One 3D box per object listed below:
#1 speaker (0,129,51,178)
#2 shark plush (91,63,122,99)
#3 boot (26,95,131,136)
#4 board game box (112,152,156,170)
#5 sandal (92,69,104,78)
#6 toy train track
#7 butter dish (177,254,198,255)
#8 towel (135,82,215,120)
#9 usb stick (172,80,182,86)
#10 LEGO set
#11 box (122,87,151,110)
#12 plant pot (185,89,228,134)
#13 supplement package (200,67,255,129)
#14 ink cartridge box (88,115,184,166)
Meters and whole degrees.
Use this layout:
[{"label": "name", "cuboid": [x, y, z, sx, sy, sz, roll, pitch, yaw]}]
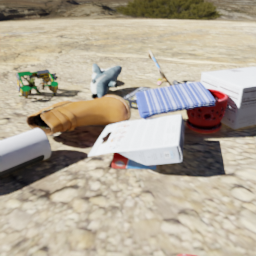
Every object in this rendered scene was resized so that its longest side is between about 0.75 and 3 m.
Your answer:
[{"label": "speaker", "cuboid": [-2.948, 0.709, 6.636, 0.843, 0.843, 2.075, 23, 34, 39]}, {"label": "shark plush", "cuboid": [-0.943, -1.813, 11.345, 1.148, 1.252, 2.755, -4, 29, 9]}, {"label": "boot", "cuboid": [-1.447, -0.358, 8.193, 2.654, 1.018, 2.061, 13, 23, 31]}, {"label": "board game box", "cuboid": [0.181, 0.583, 7.527, 1.111, 0.293, 1.452, 1, 26, 2]}, {"label": "sandal", "cuboid": [-1.254, -2.453, 13.526, 0.465, 0.770, 1.893, 34, 9, -30]}, {"label": "toy train track", "cuboid": [1.286, -2.438, 12.288, 0.421, 1.485, 2.589, -32, 54, 17]}, {"label": "butter dish", "cuboid": [0.928, 2.112, 3.702, 1.145, 0.848, 1.148, 9, 28, 17]}, {"label": "towel", "cuboid": [1.330, -0.862, 8.394, 2.145, 0.256, 1.553, -10, 32, 0]}, {"label": "usb stick", "cuboid": [2.318, -1.994, 12.896, 0.141, 0.240, 0.865, 13, 18, -30]}, {"label": "LEGO set", "cuboid": [-3.839, -1.657, 11.737, 1.804, 1.045, 1.387, -24, 64, -34]}, {"label": "box", "cuboid": [0.714, -1.147, 10.961, 1.324, 0.403, 1.643, 11, 28, 26]}, {"label": "plant pot", "cuboid": [2.407, -0.535, 8.822, 1.262, 1.149, 1.262, -1, 28, 0]}, {"label": "supplement package", "cuboid": [4.083, -1.138, 9.734, 2.548, 1.413, 1.984, -9, 27, -22]}, {"label": "ink cartridge box", "cuboid": [0.306, 0.351, 7.312, 2.247, 0.531, 1.798, -9, 24, 17]}]
